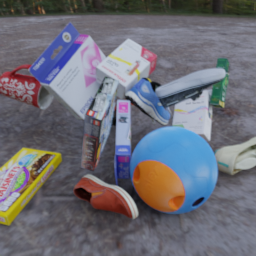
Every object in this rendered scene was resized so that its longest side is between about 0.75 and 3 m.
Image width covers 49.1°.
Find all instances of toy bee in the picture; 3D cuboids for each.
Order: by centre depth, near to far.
[{"bbox_3d":[0.156,-1.523,10.519,1.474,2.252,1.224,-12,57,6],"label":"toy bee"}]

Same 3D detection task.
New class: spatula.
[{"bbox_3d":[0.982,-0.724,9.799,1.050,1.510,0.121,-12,37,29],"label":"spatula"}]

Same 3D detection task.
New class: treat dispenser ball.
[{"bbox_3d":[1.108,1.033,6.966,2.129,2.129,2.129,0,29,0],"label":"treat dispenser ball"}]

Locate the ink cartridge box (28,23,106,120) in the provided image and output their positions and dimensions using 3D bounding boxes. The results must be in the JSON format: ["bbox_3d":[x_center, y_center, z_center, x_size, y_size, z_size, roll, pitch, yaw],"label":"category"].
[{"bbox_3d":[-1.606,-1.777,8.852,0.484,2.233,2.192,7,58,45],"label":"ink cartridge box"}]

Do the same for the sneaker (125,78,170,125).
[{"bbox_3d":[0.864,-0.832,8.836,0.904,1.026,2.302,36,1,34],"label":"sneaker"}]

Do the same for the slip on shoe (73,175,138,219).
[{"bbox_3d":[-0.573,1.718,6.722,2.028,0.751,0.621,15,40,41],"label":"slip on shoe"}]

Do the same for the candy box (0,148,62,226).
[{"bbox_3d":[-3.143,1.489,7.906,1.407,0.364,2.753,5,29,14],"label":"candy box"}]

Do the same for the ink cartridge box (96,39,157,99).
[{"bbox_3d":[-0.055,-1.871,8.844,1.193,0.686,1.644,35,65,15],"label":"ink cartridge box"}]

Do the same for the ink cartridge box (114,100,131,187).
[{"bbox_3d":[-0.140,0.461,7.822,0.460,1.309,2.193,2,52,1],"label":"ink cartridge box"}]

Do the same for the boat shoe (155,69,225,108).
[{"bbox_3d":[1.642,-1.015,7.305,1.808,0.641,0.652,-17,22,18],"label":"boat shoe"}]

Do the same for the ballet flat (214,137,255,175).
[{"bbox_3d":[3.721,0.821,8.347,2.616,0.909,0.909,-14,32,-25],"label":"ballet flat"}]

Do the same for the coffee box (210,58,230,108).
[{"bbox_3d":[3.106,-1.469,9.394,0.336,1.530,0.941,10,0,27],"label":"coffee box"}]

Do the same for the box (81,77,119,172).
[{"bbox_3d":[-0.689,-0.046,6.632,0.388,1.944,1.331,17,48,2],"label":"box"}]

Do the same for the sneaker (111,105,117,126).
[{"bbox_3d":[-0.435,-0.506,10.772,0.571,0.790,1.617,-28,3,38],"label":"sneaker"}]

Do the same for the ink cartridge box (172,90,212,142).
[{"bbox_3d":[2.207,-0.551,9.549,1.163,0.668,1.986,-4,63,33],"label":"ink cartridge box"}]

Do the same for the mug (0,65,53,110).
[{"bbox_3d":[-3.654,-1.572,10.093,1.679,1.490,1.120,15,14,11],"label":"mug"}]
